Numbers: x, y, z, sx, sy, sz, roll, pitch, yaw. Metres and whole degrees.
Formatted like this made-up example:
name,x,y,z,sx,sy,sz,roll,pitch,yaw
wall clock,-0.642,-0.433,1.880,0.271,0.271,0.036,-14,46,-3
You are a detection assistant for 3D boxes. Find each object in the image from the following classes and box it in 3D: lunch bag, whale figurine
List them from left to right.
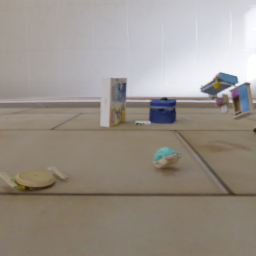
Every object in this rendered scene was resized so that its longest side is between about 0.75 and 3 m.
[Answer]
name,x,y,z,sx,sy,sz,roll,pitch,yaw
lunch bag,2.196,-1.188,17.786,1.620,1.577,2.384,2,9,14
whale figurine,1.076,0.777,7.901,0.843,0.550,1.059,-14,-18,-2

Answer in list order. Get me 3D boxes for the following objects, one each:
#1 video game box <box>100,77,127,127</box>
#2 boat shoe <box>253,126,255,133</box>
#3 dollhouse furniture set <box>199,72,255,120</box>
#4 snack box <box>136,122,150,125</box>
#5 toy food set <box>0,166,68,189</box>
name,x,y,z,sx,sy,sz,roll,pitch,yaw
video game box,-0.816,-1.613,16.597,0.659,2.814,2.563,7,12,22
boat shoe,6.627,0.150,13.117,1.478,0.528,0.486,2,15,34
dollhouse furniture set,3.430,-1.027,10.426,1.864,1.216,1.760,9,-20,-25
snack box,0.884,-0.274,16.616,0.872,0.162,0.507,0,9,2
toy food set,-2.309,1.299,6.910,1.465,0.294,1.011,-1,15,-43
